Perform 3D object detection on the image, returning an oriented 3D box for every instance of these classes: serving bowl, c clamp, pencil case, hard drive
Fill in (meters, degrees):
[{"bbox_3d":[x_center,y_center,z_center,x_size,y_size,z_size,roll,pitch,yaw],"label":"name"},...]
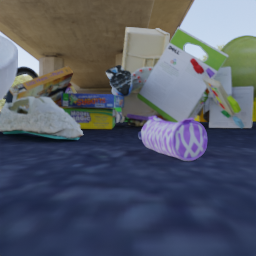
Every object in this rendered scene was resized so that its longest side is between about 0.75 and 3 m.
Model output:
[{"bbox_3d":[-2.989,-0.662,3.868,2.834,0.932,2.834,6,30,-3],"label":"serving bowl"},{"bbox_3d":[-3.111,-1.174,8.092,1.463,1.249,0.198,-18,41,18],"label":"c clamp"},{"bbox_3d":[0.468,0.086,3.089,0.416,0.424,0.992,-3,5,-18],"label":"pencil case"},{"bbox_3d":[2.460,-1.223,7.538,0.590,0.895,0.114,-3,-30,22],"label":"hard drive"}]

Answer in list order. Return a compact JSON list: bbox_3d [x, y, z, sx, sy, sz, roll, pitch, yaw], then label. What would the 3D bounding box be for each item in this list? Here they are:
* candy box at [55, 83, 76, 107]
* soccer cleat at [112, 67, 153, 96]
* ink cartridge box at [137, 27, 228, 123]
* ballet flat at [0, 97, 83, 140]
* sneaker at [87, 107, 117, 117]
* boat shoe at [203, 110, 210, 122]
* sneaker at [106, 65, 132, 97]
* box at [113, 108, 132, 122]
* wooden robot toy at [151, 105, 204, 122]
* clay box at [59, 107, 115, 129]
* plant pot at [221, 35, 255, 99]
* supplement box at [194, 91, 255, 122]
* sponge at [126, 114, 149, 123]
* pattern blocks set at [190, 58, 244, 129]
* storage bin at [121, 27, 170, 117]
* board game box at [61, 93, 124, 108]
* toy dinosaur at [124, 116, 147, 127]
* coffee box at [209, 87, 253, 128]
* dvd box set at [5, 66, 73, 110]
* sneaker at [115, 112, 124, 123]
[{"bbox_3d":[-2.401,-0.783,9.060,0.922,0.446,1.581,-29,-7,-40],"label":"candy box"},{"bbox_3d":[0.219,-1.431,8.686,1.564,0.542,0.607,-24,-3,13],"label":"soccer cleat"},{"bbox_3d":[1.528,-1.322,7.735,1.622,2.194,0.831,38,20,21],"label":"ink cartridge box"},{"bbox_3d":[-1.707,-0.205,5.051,2.273,0.816,0.816,3,5,40],"label":"ballet flat"},{"bbox_3d":[-0.879,-0.664,9.634,1.272,0.479,0.563,8,-43,-30],"label":"sneaker"},{"bbox_3d":[3.445,-0.528,9.709,2.279,0.834,0.738,-3,10,-43],"label":"boat shoe"},{"bbox_3d":[-0.148,-1.205,7.739,0.610,0.700,1.557,-23,31,2],"label":"sneaker"},{"bbox_3d":[0.374,-0.748,12.847,1.799,0.870,1.588,1,4,22],"label":"box"},{"bbox_3d":[1.180,-0.533,9.305,2.448,1.078,1.111,1,15,37],"label":"wooden robot toy"},{"bbox_3d":[-1.589,-0.298,7.761,2.398,0.571,1.378,2,5,-1],"label":"clay box"},{"bbox_3d":[4.128,-1.869,8.715,2.213,2.213,2.035,0,10,-5],"label":"plant pot"},{"bbox_3d":[4.399,-1.046,12.720,2.723,1.482,1.491,0,4,1],"label":"supplement box"},{"bbox_3d":[0.454,-0.254,8.755,0.948,0.141,0.529,12,-9,41],"label":"sponge"},{"bbox_3d":[2.175,-0.799,6.692,0.144,1.779,1.563,-37,39,5],"label":"pattern blocks set"},{"bbox_3d":[0.438,-2.123,10.202,1.341,2.841,2.862,5,23,-4],"label":"storage bin"},{"bbox_3d":[-0.886,-0.748,7.818,1.342,0.342,1.982,2,5,7],"label":"board game box"},{"bbox_3d":[0.133,-0.180,8.685,0.485,0.261,1.101,17,-4,-31],"label":"toy dinosaur"},{"bbox_3d":[2.931,-0.558,7.926,1.092,1.094,1.082,2,3,24],"label":"coffee box"},{"bbox_3d":[-2.083,-0.771,6.516,1.587,0.233,1.161,-34,-11,-40],"label":"dvd box set"},{"bbox_3d":[-0.551,-0.434,11.387,1.313,0.531,0.759,13,8,43],"label":"sneaker"}]
